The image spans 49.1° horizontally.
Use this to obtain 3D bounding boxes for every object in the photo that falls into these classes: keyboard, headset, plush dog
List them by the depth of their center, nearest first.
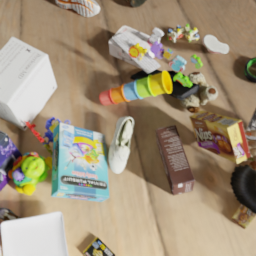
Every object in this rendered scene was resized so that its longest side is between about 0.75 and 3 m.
[{"bbox_3d":[2.631,-1.239,10.989,1.304,1.218,1.519,-33,58,2],"label":"plush dog"},{"bbox_3d":[1.507,-1.845,11.143,1.613,0.345,2.686,-33,46,-30],"label":"keyboard"},{"bbox_3d":[6.090,-2.512,11.628,2.297,1.079,1.418,5,59,16],"label":"headset"},{"bbox_3d":[0.311,-3.181,11.708,0.691,0.131,2.457,-35,67,-14],"label":"keyboard"}]

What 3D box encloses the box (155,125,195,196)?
[{"bbox_3d":[1.538,1.067,9.389,0.785,1.049,2.095,-12,59,1],"label":"box"}]

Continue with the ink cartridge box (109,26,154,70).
[{"bbox_3d":[0.259,-3.592,12.473,1.852,0.767,1.357,29,63,17],"label":"ink cartridge box"}]

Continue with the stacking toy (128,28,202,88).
[{"bbox_3d":[1.565,-2.753,11.092,2.709,0.636,2.042,35,45,3],"label":"stacking toy"}]

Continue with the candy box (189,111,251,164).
[{"bbox_3d":[2.898,0.220,9.078,0.598,1.236,2.119,-26,19,-14],"label":"candy box"}]

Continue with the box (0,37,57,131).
[{"bbox_3d":[-3.938,-1.505,10.103,1.499,2.294,2.282,27,68,6],"label":"box"}]

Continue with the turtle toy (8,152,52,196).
[{"bbox_3d":[-3.111,1.330,8.916,0.973,1.924,1.402,47,60,-23],"label":"turtle toy"}]

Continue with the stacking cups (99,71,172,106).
[{"bbox_3d":[0.219,-1.391,10.547,2.792,0.845,0.845,-11,53,31],"label":"stacking cups"}]

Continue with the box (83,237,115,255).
[{"bbox_3d":[-0.847,3.741,8.286,0.770,0.190,0.615,38,64,21],"label":"box"}]

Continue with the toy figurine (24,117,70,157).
[{"bbox_3d":[-2.489,0.204,9.843,1.266,1.115,2.113,-40,70,-15],"label":"toy figurine"}]

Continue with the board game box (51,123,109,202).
[{"bbox_3d":[-1.546,1.128,9.146,1.762,0.548,2.334,16,51,-33],"label":"board game box"}]

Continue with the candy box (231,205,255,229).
[{"bbox_3d":[3.749,2.715,8.887,0.493,0.236,0.854,40,66,22],"label":"candy box"}]

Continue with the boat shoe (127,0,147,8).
[{"bbox_3d":[0.938,-7.304,14.659,2.661,1.007,0.983,-34,61,-20],"label":"boat shoe"}]

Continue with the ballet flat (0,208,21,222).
[{"bbox_3d":[-3.749,2.772,8.784,1.056,0.380,0.380,24,61,14],"label":"ballet flat"}]

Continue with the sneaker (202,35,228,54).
[{"bbox_3d":[3.621,-3.606,12.269,1.505,0.567,0.787,11,8,-33],"label":"sneaker"}]

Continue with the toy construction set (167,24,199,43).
[{"bbox_3d":[2.417,-4.293,12.986,1.579,0.727,1.035,-20,57,-25],"label":"toy construction set"}]

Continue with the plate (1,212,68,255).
[{"bbox_3d":[-2.629,3.402,7.951,1.721,0.278,1.718,-5,67,-22],"label":"plate"}]

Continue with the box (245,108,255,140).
[{"bbox_3d":[5.031,0.035,9.931,1.464,1.160,0.354,24,26,16],"label":"box"}]

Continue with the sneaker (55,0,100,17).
[{"bbox_3d":[-2.482,-6.450,14.140,2.586,1.012,0.999,27,57,16],"label":"sneaker"}]

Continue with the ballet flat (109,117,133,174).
[{"bbox_3d":[-0.196,0.519,9.498,0.702,0.702,2.021,8,71,5],"label":"ballet flat"}]

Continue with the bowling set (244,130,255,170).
[{"bbox_3d":[3.920,0.800,9.219,0.825,1.536,1.069,3,55,37],"label":"bowling set"}]

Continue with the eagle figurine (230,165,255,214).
[{"bbox_3d":[4.686,2.007,8.379,2.057,2.711,2.046,39,90,-10],"label":"eagle figurine"}]

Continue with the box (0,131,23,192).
[{"bbox_3d":[-4.735,1.503,8.592,1.124,2.011,2.850,26,62,16],"label":"box"}]
